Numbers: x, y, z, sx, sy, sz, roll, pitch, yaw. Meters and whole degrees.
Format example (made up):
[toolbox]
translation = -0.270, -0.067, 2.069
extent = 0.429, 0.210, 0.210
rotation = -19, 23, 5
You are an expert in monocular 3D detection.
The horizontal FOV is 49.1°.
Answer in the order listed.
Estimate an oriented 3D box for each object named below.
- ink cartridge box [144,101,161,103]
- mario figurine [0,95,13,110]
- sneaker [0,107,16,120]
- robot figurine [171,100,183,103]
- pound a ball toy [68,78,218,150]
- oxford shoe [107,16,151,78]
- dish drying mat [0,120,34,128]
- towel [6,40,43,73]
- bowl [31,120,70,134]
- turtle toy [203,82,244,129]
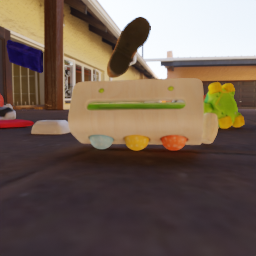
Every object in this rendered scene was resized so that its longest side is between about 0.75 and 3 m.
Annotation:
[ink cartridge box]
translation = 1.255, -1.090, 14.408
extent = 0.795, 1.100, 0.466
rotation = 2, 5, 19
[mario figurine]
translation = -5.915, -1.051, 11.517
extent = 2.731, 1.447, 1.686
rotation = -1, 17, 42
[sneaker]
translation = -4.800, -0.859, 8.178
extent = 2.878, 1.638, 1.086
rotation = -3, 6, -33
[robot figurine]
translation = 1.921, -0.548, 8.984
extent = 1.068, 0.887, 1.421
rotation = -1, 4, -36
[pound a ball toy]
translation = 0.334, -0.017, 4.161
extent = 2.061, 0.876, 1.344
rotation = 1, -21, 11
[oxford shoe]
translation = -0.037, -1.544, 5.331
extent = 0.490, 1.375, 0.490
rotation = 35, -16, -13
[dish drying mat]
translation = -3.865, -0.076, 7.491
extent = 0.924, 0.219, 2.407
rotation = 5, 6, 42
[towel]
translation = -3.897, -2.657, 10.571
extent = 1.387, 1.024, 0.344
rotation = 20, 48, 4
[bowl]
translation = -1.748, -0.029, 6.431
extent = 0.770, 0.288, 0.771
rotation = 0, 6, 10
[turtle toy]
translation = 2.417, -0.543, 7.880
extent = 1.793, 1.307, 0.906
rotation = -5, -13, -40
